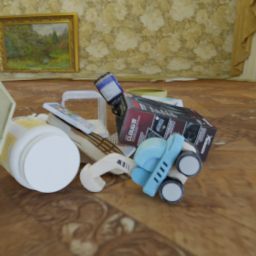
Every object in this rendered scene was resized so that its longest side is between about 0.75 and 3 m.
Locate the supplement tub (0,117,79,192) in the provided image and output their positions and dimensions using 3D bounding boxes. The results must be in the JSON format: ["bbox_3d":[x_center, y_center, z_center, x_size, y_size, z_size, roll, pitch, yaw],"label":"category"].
[{"bbox_3d":[-2.019,0.538,6.109,1.351,1.351,1.859,-11,17,-38],"label":"supplement tub"}]

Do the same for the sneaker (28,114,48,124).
[{"bbox_3d":[-3.010,-0.045,9.704,0.858,0.814,2.131,6,18,-9],"label":"sneaker"}]

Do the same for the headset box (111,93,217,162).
[{"bbox_3d":[0.805,-0.124,8.005,2.690,1.039,2.002,14,16,-9],"label":"headset box"}]

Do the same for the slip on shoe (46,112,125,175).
[{"bbox_3d":[-1.218,0.528,7.332,2.860,0.866,1.087,31,12,28],"label":"slip on shoe"}]

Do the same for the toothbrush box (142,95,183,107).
[{"bbox_3d":[0.924,-0.518,10.755,1.448,0.844,1.978,-35,31,-32],"label":"toothbrush box"}]

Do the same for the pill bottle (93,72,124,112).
[{"bbox_3d":[-0.639,-1.402,11.119,0.836,1.495,0.836,-35,5,3],"label":"pill bottle"}]

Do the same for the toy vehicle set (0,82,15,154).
[{"bbox_3d":[-2.624,0.036,4.200,0.394,1.848,2.974,-10,47,7],"label":"toy vehicle set"}]

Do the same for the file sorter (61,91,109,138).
[{"bbox_3d":[-1.709,-0.577,10.561,1.620,1.453,2.334,-3,13,-12],"label":"file sorter"}]

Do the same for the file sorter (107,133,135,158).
[{"bbox_3d":[-0.205,0.471,8.095,0.627,0.563,0.904,5,13,17],"label":"file sorter"}]

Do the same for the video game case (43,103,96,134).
[{"bbox_3d":[-1.525,-0.279,7.499,1.337,0.120,0.957,31,8,0],"label":"video game case"}]

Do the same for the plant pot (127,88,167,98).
[{"bbox_3d":[0.846,-1.102,13.014,1.831,1.300,1.831,0,14,0],"label":"plant pot"}]

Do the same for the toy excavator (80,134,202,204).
[{"bbox_3d":[0.228,0.760,5.663,1.940,1.886,0.969,30,15,3],"label":"toy excavator"}]
